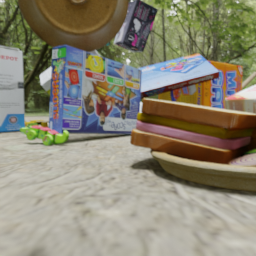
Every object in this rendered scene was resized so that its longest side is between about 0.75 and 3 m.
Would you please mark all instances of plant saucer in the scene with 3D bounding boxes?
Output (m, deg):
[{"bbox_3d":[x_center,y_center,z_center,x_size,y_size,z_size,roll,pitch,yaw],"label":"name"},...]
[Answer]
[{"bbox_3d":[-1.258,-3.245,6.792,2.765,2.765,0.490,-1,12,-16],"label":"plant saucer"}]

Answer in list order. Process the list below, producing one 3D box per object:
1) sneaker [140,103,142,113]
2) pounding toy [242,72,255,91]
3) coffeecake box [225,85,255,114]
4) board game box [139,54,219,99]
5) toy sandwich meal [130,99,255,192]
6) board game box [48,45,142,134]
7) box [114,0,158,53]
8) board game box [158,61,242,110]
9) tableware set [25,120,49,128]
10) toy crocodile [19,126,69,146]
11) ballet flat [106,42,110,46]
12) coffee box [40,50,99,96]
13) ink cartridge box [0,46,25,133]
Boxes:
[{"bbox_3d":[0.602,-0.650,13.770,2.856,1.074,1.264,4,17,31],"label":"sneaker"},{"bbox_3d":[5.404,-0.935,13.498,2.252,1.354,2.917,-32,-25,-17],"label":"pounding toy"},{"bbox_3d":[3.787,-0.379,5.721,2.769,1.012,2.125,3,19,45],"label":"coffeecake box"},{"bbox_3d":[1.247,-1.641,8.810,2.758,0.268,1.420,-15,41,-6],"label":"board game box"},{"bbox_3d":[1.307,0.067,3.342,2.461,0.843,2.461,0,4,0],"label":"toy sandwich meal"},{"bbox_3d":[-0.648,-0.745,6.817,0.465,1.825,2.696,3,0,38],"label":"board game box"},{"bbox_3d":[0.231,-3.681,10.230,0.911,1.588,1.049,17,6,-26],"label":"box"},{"bbox_3d":[2.973,-1.310,11.719,2.460,2.461,2.459,-3,5,-36],"label":"board game box"},{"bbox_3d":[-3.561,-0.102,10.596,1.277,0.291,1.895,-7,9,-41],"label":"tableware set"},{"bbox_3d":[-1.715,0.124,5.696,1.095,0.338,0.370,14,8,22],"label":"toy crocodile"},{"bbox_3d":[-0.867,-3.091,9.105,0.386,1.024,0.347,-40,-8,-48],"label":"ballet flat"},{"bbox_3d":[-1.587,-1.426,9.529,1.966,1.944,1.963,-37,26,-3],"label":"coffee box"},{"bbox_3d":[-4.211,-1.128,8.387,1.074,2.550,1.844,3,5,38],"label":"ink cartridge box"}]
